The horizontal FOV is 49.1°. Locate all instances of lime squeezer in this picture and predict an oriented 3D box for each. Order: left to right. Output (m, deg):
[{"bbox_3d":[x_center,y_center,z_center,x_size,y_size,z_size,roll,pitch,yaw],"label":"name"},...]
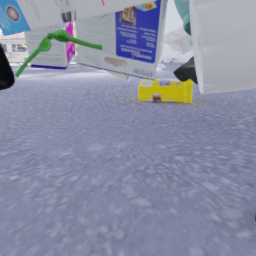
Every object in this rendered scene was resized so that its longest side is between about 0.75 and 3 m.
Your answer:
[{"bbox_3d":[-2.011,-2.161,7.657,2.470,0.872,0.466,-23,14,-15],"label":"lime squeezer"}]

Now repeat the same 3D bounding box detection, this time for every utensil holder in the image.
[{"bbox_3d":[2.312,-1.647,4.861,2.269,1.928,1.928,-7,15,12],"label":"utensil holder"}]

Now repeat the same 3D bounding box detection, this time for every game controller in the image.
[{"bbox_3d":[-3.400,-1.785,6.265,1.106,2.120,0.446,-15,33,-3],"label":"game controller"}]

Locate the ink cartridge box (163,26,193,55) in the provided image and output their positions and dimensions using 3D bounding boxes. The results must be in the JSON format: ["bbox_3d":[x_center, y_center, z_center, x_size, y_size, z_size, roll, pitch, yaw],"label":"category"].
[{"bbox_3d":[2.232,-3.413,10.644,1.965,0.663,1.145,-27,31,-6],"label":"ink cartridge box"}]

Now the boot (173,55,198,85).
[{"bbox_3d":[2.174,-1.897,8.271,1.176,0.610,1.800,-44,24,-6],"label":"boot"}]

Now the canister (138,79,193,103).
[{"bbox_3d":[1.727,-1.727,12.650,2.295,0.993,1.705,3,17,13],"label":"canister"}]

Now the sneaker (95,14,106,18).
[{"bbox_3d":[-1.474,-3.258,6.468,2.179,0.821,0.832,24,22,10],"label":"sneaker"}]

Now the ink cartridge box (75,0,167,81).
[{"bbox_3d":[-0.282,-2.912,8.119,2.680,2.712,0.637,16,46,14],"label":"ink cartridge box"}]

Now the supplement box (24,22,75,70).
[{"bbox_3d":[-2.932,-3.782,10.325,1.472,2.849,1.442,5,40,4],"label":"supplement box"}]

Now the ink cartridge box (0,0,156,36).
[{"bbox_3d":[-0.936,-2.497,4.215,2.600,1.508,0.882,-8,43,9],"label":"ink cartridge box"}]

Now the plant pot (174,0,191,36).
[{"bbox_3d":[2.151,-3.056,6.525,2.535,1.699,2.535,10,-1,0],"label":"plant pot"}]

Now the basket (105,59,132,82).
[{"bbox_3d":[-0.425,-2.461,10.640,1.318,0.893,0.813,31,6,33],"label":"basket"}]

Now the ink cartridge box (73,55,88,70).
[{"bbox_3d":[-1.337,-2.633,9.835,0.912,0.525,1.249,-41,18,20],"label":"ink cartridge box"}]
